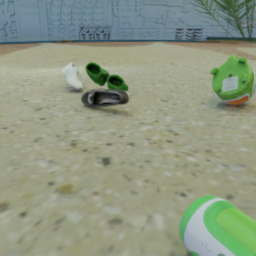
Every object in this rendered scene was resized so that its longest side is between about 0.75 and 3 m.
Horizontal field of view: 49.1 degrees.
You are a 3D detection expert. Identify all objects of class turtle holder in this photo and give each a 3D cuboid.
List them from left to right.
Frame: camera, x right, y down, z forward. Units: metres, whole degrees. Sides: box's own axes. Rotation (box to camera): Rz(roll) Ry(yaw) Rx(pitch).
[{"bbox_3d":[4.546,-2.035,12.135,1.759,1.644,2.315,-36,42,19],"label":"turtle holder"}]

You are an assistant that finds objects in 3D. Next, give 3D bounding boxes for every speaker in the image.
[{"bbox_3d":[1.790,1.887,3.688,1.072,1.072,2.423,-12,25,-28],"label":"speaker"}]

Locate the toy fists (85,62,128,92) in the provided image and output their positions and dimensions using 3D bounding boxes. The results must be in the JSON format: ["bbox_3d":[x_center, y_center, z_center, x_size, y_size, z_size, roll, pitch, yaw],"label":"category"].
[{"bbox_3d":[-0.995,-2.282,13.310,2.302,0.792,1.173,30,-14,12],"label":"toy fists"}]

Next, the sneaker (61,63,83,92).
[{"bbox_3d":[-2.825,-2.716,14.657,0.748,0.853,2.128,27,22,-50],"label":"sneaker"}]

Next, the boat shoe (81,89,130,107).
[{"bbox_3d":[-1.076,-1.229,11.416,2.322,0.776,0.662,1,7,27],"label":"boat shoe"}]
